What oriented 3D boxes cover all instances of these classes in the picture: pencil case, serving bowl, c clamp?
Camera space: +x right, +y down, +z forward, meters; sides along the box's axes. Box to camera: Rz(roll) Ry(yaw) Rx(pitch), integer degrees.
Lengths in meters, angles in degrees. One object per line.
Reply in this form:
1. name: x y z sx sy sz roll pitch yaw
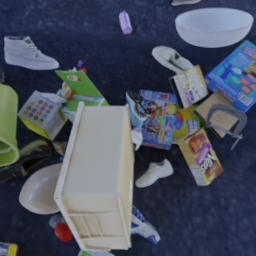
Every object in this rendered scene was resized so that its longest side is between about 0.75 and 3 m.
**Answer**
1. pencil case: -0.118 -4.487 12.016 0.416 0.424 0.992 -12 65 -7
2. serving bowl: 3.270 -3.813 10.930 2.834 0.932 2.834 -4 38 3
3. c clamp: 3.086 -0.074 8.904 1.463 1.249 0.198 27 24 -7

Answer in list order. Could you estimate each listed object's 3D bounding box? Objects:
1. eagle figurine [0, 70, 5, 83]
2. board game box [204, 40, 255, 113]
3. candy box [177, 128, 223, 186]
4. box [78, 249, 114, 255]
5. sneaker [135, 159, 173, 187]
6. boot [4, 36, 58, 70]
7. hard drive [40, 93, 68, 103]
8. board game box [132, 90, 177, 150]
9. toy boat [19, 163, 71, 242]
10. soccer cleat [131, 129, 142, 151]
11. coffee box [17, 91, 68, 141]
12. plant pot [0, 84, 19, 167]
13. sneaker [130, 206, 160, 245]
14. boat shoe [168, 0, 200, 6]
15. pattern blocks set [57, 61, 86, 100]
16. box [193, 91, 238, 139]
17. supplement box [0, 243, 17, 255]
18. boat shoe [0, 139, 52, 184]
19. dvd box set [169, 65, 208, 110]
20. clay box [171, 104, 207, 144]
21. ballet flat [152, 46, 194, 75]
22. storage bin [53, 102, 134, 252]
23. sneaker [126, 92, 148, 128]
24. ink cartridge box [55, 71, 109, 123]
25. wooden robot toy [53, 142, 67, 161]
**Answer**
1. eagle figurine: -5.663 -1.177 9.564 2.172 2.160 2.863 27 87 25
2. board game box: 4.468 -1.998 10.757 2.567 0.578 1.952 -40 71 -17
3. candy box: 2.310 0.922 8.934 0.922 0.446 1.581 -30 97 -34
4. box: -0.731 4.267 7.667 1.799 0.870 1.588 24 67 11
5. sneaker: 0.751 1.398 8.882 1.272 0.479 0.563 -27 109 -2
6. boot: -3.692 -2.854 10.526 2.190 1.047 0.806 10 30 9
7. hard drive: -2.431 -0.970 9.232 0.590 0.895 0.114 26 99 7
8. board game box: 0.888 -0.317 9.468 1.342 0.342 1.982 9 64 6
9. toy boat: -2.066 2.086 7.976 1.887 1.043 2.244 -13 108 -30
10. soccer cleat: -0.279 0.166 8.549 1.564 0.542 0.607 25 66 -15
11. coffee box: -2.926 -0.396 9.722 1.092 1.094 1.082 26 69 12
12. plant pot: -4.182 -0.224 8.251 2.213 2.213 2.035 0 58 0
13. sneaker: 0.298 3.088 8.465 0.759 0.531 1.313 -40 64 -13
14. boat shoe: 2.646 -6.026 12.553 1.609 0.746 0.601 -15 66 -7
15. pattern blocks set: -2.084 -1.581 9.927 0.144 1.779 1.563 24 23 -31
16. box: 3.207 -0.508 9.931 1.302 0.169 1.593 47 54 9
17. supplement box: -4.738 3.777 7.559 2.723 1.482 1.491 4 65 2
18. boat shoe: -3.566 1.235 9.113 2.279 0.834 0.738 -36 65 -15
19. dvd box set: 2.176 -1.456 9.887 1.587 0.233 1.161 -30 103 -38
20. clay box: 1.595 -0.159 9.886 2.398 0.571 1.378 2 64 3
21. ballet flat: 1.909 -2.632 10.961 2.273 0.816 0.816 41 71 17
22. storage bin: -0.610 1.303 7.357 1.341 2.841 2.862 -1 45 5
23. sneaker: 0.156 -0.606 9.095 0.610 0.700 1.557 14 36 -19
24. ink cartridge box: -1.516 -0.763 9.039 1.622 2.194 0.831 13 60 44
25. wooden robot toy: -1.279 1.007 9.187 2.448 1.078 1.111 39 59 15
